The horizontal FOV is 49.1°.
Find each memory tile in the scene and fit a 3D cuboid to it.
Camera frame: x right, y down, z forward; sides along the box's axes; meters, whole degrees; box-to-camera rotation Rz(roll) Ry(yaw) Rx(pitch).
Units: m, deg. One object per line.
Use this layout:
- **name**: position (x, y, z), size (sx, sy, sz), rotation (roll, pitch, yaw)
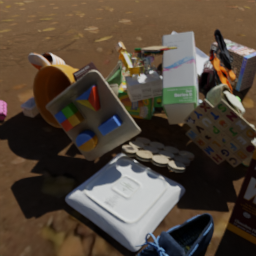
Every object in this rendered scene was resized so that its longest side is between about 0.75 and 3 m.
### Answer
- **memory tile**: position (0.988, 0.855, 9.221), size (2.147, 0.180, 1.646), rotation (18, 20, 21)

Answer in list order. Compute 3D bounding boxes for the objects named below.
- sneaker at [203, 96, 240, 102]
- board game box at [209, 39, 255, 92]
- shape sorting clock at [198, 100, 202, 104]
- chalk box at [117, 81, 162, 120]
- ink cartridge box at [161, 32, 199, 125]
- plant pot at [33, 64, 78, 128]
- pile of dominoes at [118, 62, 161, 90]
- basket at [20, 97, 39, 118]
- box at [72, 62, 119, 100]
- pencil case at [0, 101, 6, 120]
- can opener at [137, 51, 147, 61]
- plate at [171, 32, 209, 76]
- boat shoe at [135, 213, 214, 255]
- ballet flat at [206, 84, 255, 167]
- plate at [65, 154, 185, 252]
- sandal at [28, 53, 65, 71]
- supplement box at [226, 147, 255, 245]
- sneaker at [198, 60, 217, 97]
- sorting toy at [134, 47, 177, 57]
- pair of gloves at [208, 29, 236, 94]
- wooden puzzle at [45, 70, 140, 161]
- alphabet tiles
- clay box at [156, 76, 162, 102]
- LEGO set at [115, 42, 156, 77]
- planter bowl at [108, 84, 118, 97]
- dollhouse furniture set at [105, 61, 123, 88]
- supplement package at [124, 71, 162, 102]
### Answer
- **sneaker**: position (3.310, -0.648, 10.892), size (1.222, 1.120, 2.918), rotation (35, 37, 21)
- **board game box**: position (5.043, -3.071, 13.606), size (1.038, 1.709, 2.144), rotation (-23, 43, -26)
- **shape sorting clock**: position (2.732, -0.894, 11.952), size (1.377, 0.270, 1.377), rotation (0, 37, 0)
- **chalk box**: position (0.562, -1.137, 11.554), size (1.840, 1.145, 1.139), rotation (8, 38, 12)
- **ink cartridge box**: position (1.950, -1.765, 10.377), size (1.218, 2.022, 2.783), rotation (-5, 70, 15)
- **plant pot**: position (-2.166, -1.412, 11.198), size (2.354, 2.354, 2.155), rotation (23, 28, 27)
- **pile of dominoes**: position (0.486, -2.524, 13.956), size (2.091, 0.427, 2.683), rotation (7, 38, 9)
- **basket**: position (-3.994, -0.860, 11.720), size (0.549, 0.499, 0.810), rotation (13, 38, 17)
- **box**: position (-1.078, -1.298, 9.430), size (0.825, 0.617, 1.647), rotation (-34, 79, -11)
- **pencil case**: position (-5.247, -0.697, 11.598), size (0.429, 0.443, 0.945), rotation (33, 19, -36)
- **can opener**: position (0.529, -2.752, 10.573), size (0.362, 0.456, 1.373), rotation (20, 10, 0)
- **plate**: position (3.089, -3.947, 15.113), size (2.546, 0.412, 2.552), rotation (36, 42, -3)
- **boat shoe**: position (0.923, 2.785, 6.592), size (2.721, 0.934, 1.145), rotation (-29, 46, -32)
- **ballet flat**: position (3.557, -0.105, 9.220), size (0.992, 0.917, 2.942), rotation (-21, 77, -35)
- **plate**: position (-0.053, 1.851, 8.194), size (2.630, 0.426, 2.636), rotation (26, 44, 29)
- **sandal**: position (-3.154, -2.555, 12.016), size (1.135, 2.962, 0.849), rotation (23, 80, 20)
- **supplement box**: position (4.195, 1.180, 7.028), size (1.951, 2.938, 2.898), rotation (24, 44, 28)
- **sneaker**: position (2.997, -1.622, 10.860), size (0.678, 1.792, 1.035), rotation (11, 48, 28)
- **sorting toy**: position (0.956, -2.603, 9.541), size (1.465, 0.248, 0.706), rotation (14, 29, 40)
- **pair of gloves**: position (3.638, -2.314, 10.541), size (0.319, 2.298, 2.580), rotation (-13, 38, 33)
- **wooden puzzle**: position (-1.134, -0.214, 8.512), size (2.187, 2.361, 0.547), rotation (-32, 14, 25)
- **alphabet tiles**: position (2.850, 0.199, 8.700), size (2.213, 1.841, 0.070), rotation (44, 45, 5)
- **clay box**: position (1.687, -1.725, 12.713), size (1.127, 0.467, 1.961), rotation (-3, 38, -7)
- **LEGO set**: position (0.346, -2.477, 10.396), size (0.806, 0.996, 2.165), rotation (-17, 38, -27)
- **planter bowl**: position (-0.665, -1.002, 8.695), size (0.814, 0.548, 0.814), rotation (-12, 4, 1)
- **dollhouse furniture set**: position (-0.513, -1.242, 10.622), size (1.037, 1.353, 2.066), rotation (33, 74, 6)
- **supplement package**: position (0.568, -1.576, 10.456), size (1.222, 0.678, 0.952), rotation (-12, 33, -5)
